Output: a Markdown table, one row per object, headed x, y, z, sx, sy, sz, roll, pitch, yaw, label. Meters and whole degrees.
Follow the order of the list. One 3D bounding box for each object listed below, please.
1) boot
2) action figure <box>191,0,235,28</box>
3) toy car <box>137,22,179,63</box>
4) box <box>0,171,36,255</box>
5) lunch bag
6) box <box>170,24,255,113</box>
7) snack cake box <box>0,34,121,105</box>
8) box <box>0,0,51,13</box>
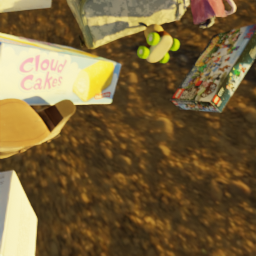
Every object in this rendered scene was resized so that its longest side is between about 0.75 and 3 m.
| x | y | z | sx | sy | sz | roll | pitch | yaw | label |
| --- | --- | --- | --- | --- | --- | --- | --- | --- | --- |
| -1.749 | 0.121 | 4.285 | 1.996 | 1.459 | 0.701 | -21 | 85 | -53 | boot |
| 1.286 | -2.469 | 4.612 | 1.093 | 0.984 | 1.468 | -22 | 114 | -12 | action figure |
| 0.454 | -1.693 | 5.274 | 0.643 | 0.617 | 0.782 | 1 | 55 | -39 | toy car |
| -2.369 | 1.830 | 3.599 | 1.990 | 1.308 | 2.001 | -8 | 41 | -7 | box |
| -0.141 | -2.816 | 5.510 | 2.352 | 1.973 | 1.639 | -21 | 30 | -3 | lunch bag |
| 1.961 | -1.293 | 6.211 | 0.383 | 1.387 | 2.031 | 39 | 79 | -25 | box |
| -1.624 | -1.102 | 5.279 | 1.589 | 2.762 | 0.928 | 26 | 109 | 29 | snack cake box |
| -2.104 | -2.670 | 4.571 | 1.553 | 1.561 | 1.020 | -14 | 95 | -18 | box |
